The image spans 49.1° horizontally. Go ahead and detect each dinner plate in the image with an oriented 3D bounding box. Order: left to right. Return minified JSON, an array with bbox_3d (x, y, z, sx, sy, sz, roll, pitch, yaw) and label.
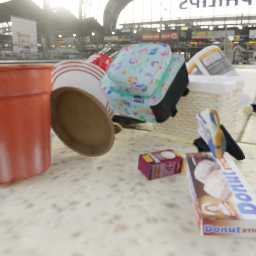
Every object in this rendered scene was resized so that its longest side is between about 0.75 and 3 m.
[{"bbox_3d":[-1.157,-0.820,6.864,1.890,1.890,0.229,-8,-17,-28],"label":"dinner plate"}]

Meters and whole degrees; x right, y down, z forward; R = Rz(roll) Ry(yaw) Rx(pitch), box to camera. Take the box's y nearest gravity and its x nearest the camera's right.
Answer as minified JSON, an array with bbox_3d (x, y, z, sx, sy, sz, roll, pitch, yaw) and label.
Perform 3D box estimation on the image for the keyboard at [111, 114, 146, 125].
[{"bbox_3d":[-0.205,-0.305,9.041,0.947,0.202,1.577,-5,10,-29],"label":"keyboard"}]

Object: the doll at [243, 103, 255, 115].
[{"bbox_3d":[5.161,-0.744,10.554,1.761,0.427,1.201,-3,14,-11],"label":"doll"}]

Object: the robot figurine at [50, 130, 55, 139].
[{"bbox_3d":[-2.337,0.091,6.868,1.026,0.683,1.209,11,5,-41],"label":"robot figurine"}]

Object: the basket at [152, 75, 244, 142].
[{"bbox_3d":[1.901,-0.604,7.691,2.004,1.612,1.986,9,17,33],"label":"basket"}]

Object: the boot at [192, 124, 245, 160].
[{"bbox_3d":[1.914,0.472,5.976,0.767,0.912,0.348,-34,-8,0],"label":"boot"}]

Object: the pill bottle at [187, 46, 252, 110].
[{"bbox_3d":[3.210,-1.620,9.880,1.349,2.318,1.349,-29,-13,-8],"label":"pill bottle"}]

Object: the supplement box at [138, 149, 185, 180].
[{"bbox_3d":[0.619,0.670,5.260,0.768,0.329,0.424,-7,26,-26],"label":"supplement box"}]

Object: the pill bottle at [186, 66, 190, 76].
[{"bbox_3d":[2.679,-1.993,12.218,1.372,1.372,2.523,-7,-8,-25],"label":"pill bottle"}]

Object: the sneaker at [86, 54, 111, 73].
[{"bbox_3d":[-0.873,-1.860,9.681,2.172,1.255,0.851,40,5,28],"label":"sneaker"}]

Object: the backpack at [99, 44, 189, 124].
[{"bbox_3d":[0.256,-1.058,6.439,1.849,1.392,1.641,11,59,38],"label":"backpack"}]

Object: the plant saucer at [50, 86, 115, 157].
[{"bbox_3d":[-0.978,-0.127,5.813,1.677,1.677,0.247,8,36,28],"label":"plant saucer"}]

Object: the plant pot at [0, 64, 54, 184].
[{"bbox_3d":[-2.259,-0.128,5.102,1.981,1.927,1.981,-3,11,1],"label":"plant pot"}]

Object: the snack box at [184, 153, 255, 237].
[{"bbox_3d":[1.433,0.918,4.508,0.853,0.288,2.372,0,15,7],"label":"snack box"}]

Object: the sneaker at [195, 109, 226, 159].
[{"bbox_3d":[1.560,0.132,5.340,0.361,0.960,0.423,5,-18,-43],"label":"sneaker"}]

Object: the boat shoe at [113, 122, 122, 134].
[{"bbox_3d":[-0.685,0.130,7.315,1.076,0.398,0.398,-7,42,24],"label":"boat shoe"}]
